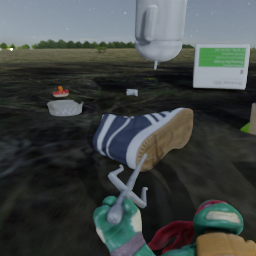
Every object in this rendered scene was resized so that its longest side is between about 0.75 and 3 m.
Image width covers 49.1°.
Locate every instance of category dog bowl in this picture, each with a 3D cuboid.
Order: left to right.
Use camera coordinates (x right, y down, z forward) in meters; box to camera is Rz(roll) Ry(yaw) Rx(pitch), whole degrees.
[{"bbox_3d":[-2.299,-0.741,10.305,1.280,0.375,1.280,0,17,0],"label":"dog bowl"}]

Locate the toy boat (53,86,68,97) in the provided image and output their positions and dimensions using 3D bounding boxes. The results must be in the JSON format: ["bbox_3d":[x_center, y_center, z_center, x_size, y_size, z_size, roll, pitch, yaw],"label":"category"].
[{"bbox_3d":[-3.307,-1.804,13.745,0.755,0.494,0.493,-9,18,-28],"label":"toy boat"}]

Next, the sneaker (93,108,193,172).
[{"bbox_3d":[0.399,0.044,6.544,1.510,0.976,2.784,13,24,33],"label":"sneaker"}]

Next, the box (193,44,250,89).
[{"bbox_3d":[5.064,-3.402,15.639,2.723,2.344,2.737,4,13,14],"label":"box"}]

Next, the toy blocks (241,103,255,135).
[{"bbox_3d":[4.044,-0.425,7.095,1.135,1.552,2.271,-8,18,-26],"label":"toy blocks"}]

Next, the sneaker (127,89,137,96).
[{"bbox_3d":[0.197,-1.748,13.893,0.501,0.327,0.871,-2,11,-4],"label":"sneaker"}]

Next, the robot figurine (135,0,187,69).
[{"bbox_3d":[0.945,-3.120,8.375,1.457,2.581,2.189,11,23,22],"label":"robot figurine"}]

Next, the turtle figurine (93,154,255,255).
[{"bbox_3d":[0.823,1.163,2.044,2.038,1.371,2.722,-11,30,9],"label":"turtle figurine"}]
